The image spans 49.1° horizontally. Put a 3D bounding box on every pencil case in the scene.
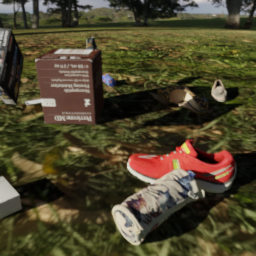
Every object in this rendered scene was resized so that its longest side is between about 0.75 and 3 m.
[{"bbox_3d":[-1.142,-2.827,16.660,0.546,0.490,1.256,-15,29,-19],"label":"pencil case"},{"bbox_3d":[0.710,1.758,6.471,2.323,0.904,1.039,-22,18,-39],"label":"pencil case"}]

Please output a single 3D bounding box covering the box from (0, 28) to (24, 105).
[{"bbox_3d":[-3.433,-1.683,7.992,0.402,1.618,1.605,5,-17,-7],"label":"box"}]

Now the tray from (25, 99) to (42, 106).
[{"bbox_3d":[-4.578,-1.249,13.786,0.902,0.100,0.484,-15,30,-28],"label":"tray"}]

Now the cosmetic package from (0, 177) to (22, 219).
[{"bbox_3d":[-3.201,1.727,7.054,0.586,0.462,1.090,-19,32,-37],"label":"cosmetic package"}]

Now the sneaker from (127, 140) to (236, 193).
[{"bbox_3d":[1.461,0.902,7.857,2.971,1.262,1.144,4,26,9],"label":"sneaker"}]

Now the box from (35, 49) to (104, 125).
[{"bbox_3d":[-2.316,-1.809,11.900,2.247,2.708,2.224,1,26,3],"label":"box"}]

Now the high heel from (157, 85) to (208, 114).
[{"bbox_3d":[2.438,-1.333,12.922,2.569,0.917,1.831,16,22,12],"label":"high heel"}]

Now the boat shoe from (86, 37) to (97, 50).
[{"bbox_3d":[-1.850,-3.911,13.504,0.500,0.642,1.415,-8,31,10],"label":"boat shoe"}]

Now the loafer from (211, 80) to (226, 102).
[{"bbox_3d":[4.740,-1.969,14.681,0.721,0.631,2.006,4,26,8],"label":"loafer"}]
